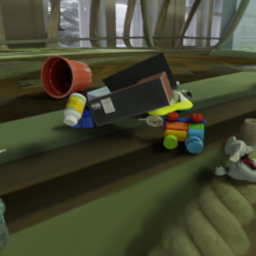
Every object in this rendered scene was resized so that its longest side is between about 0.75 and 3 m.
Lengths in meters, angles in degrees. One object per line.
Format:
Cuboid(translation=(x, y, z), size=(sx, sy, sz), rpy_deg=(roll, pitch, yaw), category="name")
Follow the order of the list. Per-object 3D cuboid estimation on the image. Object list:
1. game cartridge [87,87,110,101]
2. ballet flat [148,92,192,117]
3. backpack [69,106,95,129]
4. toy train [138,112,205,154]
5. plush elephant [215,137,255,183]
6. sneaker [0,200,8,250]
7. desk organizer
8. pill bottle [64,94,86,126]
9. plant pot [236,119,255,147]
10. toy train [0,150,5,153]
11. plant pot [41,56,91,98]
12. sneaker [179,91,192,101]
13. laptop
Cuboid(translation=(-0.713, -1.610, 13.894), size=(1.928, 0.585, 2.892), rpy_deg=(-20, 21, -35), category="game cartridge")
Cuboid(translation=(1.994, -1.155, 12.723), size=(2.775, 0.930, 0.927), rpy_deg=(-16, 26, -37), category="ballet flat")
Cuboid(translation=(-1.841, -0.393, 10.850), size=(1.016, 0.826, 0.853), rpy_deg=(1, 23, -1), category="backpack")
Cuboid(translation=(1.375, 0.189, 9.332), size=(2.312, 0.978, 1.338), rpy_deg=(4, 34, 11), category="toy train")
Cuboid(translation=(3.014, 0.775, 7.387), size=(1.359, 1.052, 1.119), rpy_deg=(2, 21, 5), category="plush elephant")
Cuboid(translation=(-2.857, 1.584, 5.605), size=(0.778, 0.818, 2.065), rpy_deg=(-16, 24, -32), category="sneaker")
Cuboid(translation=(0.096, -1.068, 10.414), size=(2.954, 1.059, 1.137), rpy_deg=(-15, 18, 23), category="desk organizer")
Cuboid(translation=(-1.684, -0.557, 8.708), size=(0.525, 0.525, 0.931), rpy_deg=(6, 63, 15), category="pill bottle")
Cuboid(translation=(4.179, 0.143, 9.482), size=(0.901, 0.782, 0.901), rpy_deg=(1, 20, 0), category="plant pot")
Cuboid(translation=(-4.141, 0.941, 7.812), size=(0.759, 0.555, 1.311), rpy_deg=(-7, 17, 20), category="toy train")
Cuboid(translation=(-3.343, -2.915, 15.974), size=(2.261, 2.261, 2.199), rpy_deg=(10, 15, 25), category="plant pot")
Cuboid(translation=(2.405, -1.671, 14.582), size=(1.666, 0.625, 0.962), rpy_deg=(-8, 20, -19), category="sneaker")
Cuboid(translation=(0.718, -2.057, 12.489), size=(2.694, 1.668, 2.878), rpy_deg=(-20, 10, 16), category="laptop")
